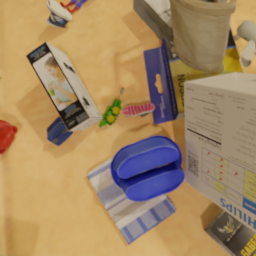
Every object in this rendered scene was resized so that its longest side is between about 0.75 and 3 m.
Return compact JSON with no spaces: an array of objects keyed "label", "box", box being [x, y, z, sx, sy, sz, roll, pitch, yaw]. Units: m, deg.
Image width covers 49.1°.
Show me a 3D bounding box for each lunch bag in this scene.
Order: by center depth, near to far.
[{"label":"lunch bag","box":[-1.955,0.104,8.107,0.796,0.541,0.527,-43,38,17]}]

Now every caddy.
[{"label":"caddy","box":[0.514,1.019,7.251,1.955,1.026,1.382,-19,106,-3]}]

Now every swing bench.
[{"label":"swing bench","box":[1.939,-3.244,7.301,1.714,2.628,2.642,11,74,16]}]

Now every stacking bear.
[{"label":"stacking bear","box":[-4.461,-0.162,8.022,2.453,1.395,1.490,28,68,-1]}]

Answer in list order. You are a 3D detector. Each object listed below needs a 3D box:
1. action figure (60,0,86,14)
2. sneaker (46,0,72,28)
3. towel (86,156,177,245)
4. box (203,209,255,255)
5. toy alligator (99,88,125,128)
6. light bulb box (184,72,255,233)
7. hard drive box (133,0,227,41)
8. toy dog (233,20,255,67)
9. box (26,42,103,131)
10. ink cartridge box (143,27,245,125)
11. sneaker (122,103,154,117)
[{"label":"action figure","box":[-1.546,-4.819,10.128,1.888,0.488,0.618,-42,70,-18]},{"label":"sneaker","box":[-2.523,-3.732,9.382,0.841,1.149,0.463,-20,76,25]},{"label":"towel","box":[0.071,1.784,7.842,1.690,0.274,2.301,-31,73,-12]},{"label":"box","box":[3.557,2.532,7.425,2.436,0.589,1.929,-43,76,-14]},{"label":"toy alligator","box":[-0.390,-0.546,8.625,0.432,0.395,1.456,15,69,53]},{"label":"light bulb box","box":[2.744,0.357,6.301,1.753,2.785,2.810,-13,110,-22]},{"label":"hard drive box","box":[1.791,-4.387,9.678,2.602,0.999,2.028,-33,74,-11]},{"label":"toy dog","box":[3.583,-1.757,7.845,1.086,1.487,2.255,-34,65,20]},{"label":"box","box":[-1.759,-1.109,8.007,0.721,1.399,2.399,-31,87,9]},{"label":"ink cartridge box","box":[1.948,-1.705,8.565,2.833,0.666,2.799,-11,68,9]},{"label":"sneaker","box":[0.319,-0.493,8.589,0.978,0.428,0.361,-12,70,-4]}]
